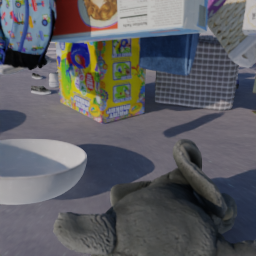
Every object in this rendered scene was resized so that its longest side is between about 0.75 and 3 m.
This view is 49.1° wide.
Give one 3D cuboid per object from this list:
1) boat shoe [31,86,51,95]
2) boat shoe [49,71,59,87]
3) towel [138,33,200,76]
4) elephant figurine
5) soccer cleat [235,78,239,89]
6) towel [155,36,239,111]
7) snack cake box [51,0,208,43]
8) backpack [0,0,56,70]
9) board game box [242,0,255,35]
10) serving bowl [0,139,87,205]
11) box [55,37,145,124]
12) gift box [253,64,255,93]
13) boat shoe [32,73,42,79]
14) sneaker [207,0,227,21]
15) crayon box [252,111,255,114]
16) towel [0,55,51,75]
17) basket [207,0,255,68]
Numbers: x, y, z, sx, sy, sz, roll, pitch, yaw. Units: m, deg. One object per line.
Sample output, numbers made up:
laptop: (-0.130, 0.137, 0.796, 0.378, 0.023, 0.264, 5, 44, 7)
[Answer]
boat shoe: (-3.539, -1.565, 11.377, 0.932, 0.318, 0.344, 11, 25, 25)
boat shoe: (-3.015, -2.427, 13.025, 0.716, 0.650, 1.947, 5, 23, 11)
towel: (0.853, -2.192, 5.585, 1.249, 2.238, 0.543, 15, 27, 20)
elephant figurine: (0.571, 1.039, 3.407, 1.737, 1.905, 2.455, -2, 26, 13)
soccer cleat: (3.429, -1.852, 11.059, 2.253, 0.942, 0.728, -8, -9, -29)
towel: (2.242, -1.877, 9.549, 2.825, 2.340, 1.209, 8, 31, 20)
snack cake box: (-0.135, -2.493, 5.037, 2.971, 1.708, 0.998, 9, 17, 35)
backpack: (-1.927, -2.027, 4.997, 1.149, 1.559, 1.707, -2, -11, -29)
board game box: (2.318, -2.234, 3.352, 1.447, 2.153, 0.368, 10, 10, 26)
serving bowl: (-1.821, 0.788, 4.956, 2.148, 0.707, 2.148, 3, 13, -1)
box: (-0.941, -1.919, 9.115, 1.697, 2.679, 2.781, -16, 27, -35)
gift box: (5.757, -1.993, 11.032, 1.356, 1.372, 1.470, -11, 26, -27)
boat shoe: (-4.581, -2.601, 14.020, 0.765, 0.216, 0.262, 18, 28, 37)
sneaker: (2.753, -4.098, 9.270, 1.846, 1.052, 0.669, -18, 12, 48)
crayon box: (4.754, -0.554, 8.924, 1.291, 0.328, 0.819, -3, 23, -5)
towel: (-2.571, -1.488, 6.453, 1.139, 0.185, 1.551, -26, 29, -31)
basket: (3.339, -2.819, 7.058, 1.514, 2.234, 1.378, -5, 58, -53)
